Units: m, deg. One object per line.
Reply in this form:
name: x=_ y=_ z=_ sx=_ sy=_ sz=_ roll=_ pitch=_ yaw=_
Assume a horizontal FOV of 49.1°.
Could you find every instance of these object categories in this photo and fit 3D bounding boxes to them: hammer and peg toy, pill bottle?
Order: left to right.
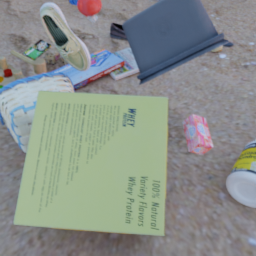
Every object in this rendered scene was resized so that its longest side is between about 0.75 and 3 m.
hammer and peg toy: x=-4.725 y=-1.882 z=10.703 sx=2.976 sy=1.050 sz=2.189 roll=-30 pitch=48 yaw=-30
pill bottle: x=3.409 y=1.020 z=7.280 sx=1.105 sy=1.105 sz=1.972 roll=25 pitch=47 yaw=26

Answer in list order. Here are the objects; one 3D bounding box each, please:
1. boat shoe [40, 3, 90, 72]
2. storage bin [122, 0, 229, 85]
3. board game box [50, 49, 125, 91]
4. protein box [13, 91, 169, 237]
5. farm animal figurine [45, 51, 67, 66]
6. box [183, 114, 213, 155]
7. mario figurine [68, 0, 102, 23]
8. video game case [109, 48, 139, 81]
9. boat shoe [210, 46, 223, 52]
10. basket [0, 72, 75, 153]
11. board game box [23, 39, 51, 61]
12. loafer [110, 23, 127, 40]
boat shoe: x=-1.253 y=-1.661 z=5.506 sx=0.547 sy=1.520 sz=0.471 roll=-18 pitch=43 yaw=19
storage bin: x=1.082 y=-2.321 z=6.969 sx=2.307 sy=1.549 sz=1.679 roll=-21 pitch=11 yaw=25
board game box: x=-1.770 y=-2.409 z=11.691 sx=2.967 sy=0.288 sz=1.527 roll=-31 pitch=51 yaw=-24
protein box: x=-0.579 y=0.831 z=6.133 sx=2.709 sy=1.828 sz=2.689 roll=3 pitch=72 yaw=3
farm animal figurine: x=-2.938 y=-3.253 z=12.548 sx=1.294 sy=0.675 sz=1.280 roll=-33 pitch=51 yaw=-32
box: x=1.512 y=0.143 z=6.133 sx=0.403 sy=0.371 sz=0.785 roll=15 pitch=51 yaw=-24
mario figurine: x=-1.004 y=-3.120 z=6.849 sx=0.687 sy=0.800 sz=1.296 roll=-49 pitch=50 yaw=9
video game case: x=-0.232 y=-2.856 z=12.344 sx=1.706 sy=0.207 sz=1.875 roll=-23 pitch=46 yaw=-17
boat shoe: x=3.431 y=-4.429 z=13.793 sx=2.543 sy=0.820 sz=0.906 roll=17 pitch=44 yaw=19
basket: x=-2.738 y=-0.654 z=8.533 sx=2.536 sy=2.001 sz=2.877 roll=-18 pitch=41 yaw=-17
board game box: x=-2.964 y=-2.557 z=9.168 sx=0.451 sy=0.101 sz=0.861 roll=30 pitch=57 yaw=7
loafer: x=0.089 y=-4.945 z=14.480 sx=2.241 sy=0.706 sz=0.805 roll=12 pitch=42 yaw=13
